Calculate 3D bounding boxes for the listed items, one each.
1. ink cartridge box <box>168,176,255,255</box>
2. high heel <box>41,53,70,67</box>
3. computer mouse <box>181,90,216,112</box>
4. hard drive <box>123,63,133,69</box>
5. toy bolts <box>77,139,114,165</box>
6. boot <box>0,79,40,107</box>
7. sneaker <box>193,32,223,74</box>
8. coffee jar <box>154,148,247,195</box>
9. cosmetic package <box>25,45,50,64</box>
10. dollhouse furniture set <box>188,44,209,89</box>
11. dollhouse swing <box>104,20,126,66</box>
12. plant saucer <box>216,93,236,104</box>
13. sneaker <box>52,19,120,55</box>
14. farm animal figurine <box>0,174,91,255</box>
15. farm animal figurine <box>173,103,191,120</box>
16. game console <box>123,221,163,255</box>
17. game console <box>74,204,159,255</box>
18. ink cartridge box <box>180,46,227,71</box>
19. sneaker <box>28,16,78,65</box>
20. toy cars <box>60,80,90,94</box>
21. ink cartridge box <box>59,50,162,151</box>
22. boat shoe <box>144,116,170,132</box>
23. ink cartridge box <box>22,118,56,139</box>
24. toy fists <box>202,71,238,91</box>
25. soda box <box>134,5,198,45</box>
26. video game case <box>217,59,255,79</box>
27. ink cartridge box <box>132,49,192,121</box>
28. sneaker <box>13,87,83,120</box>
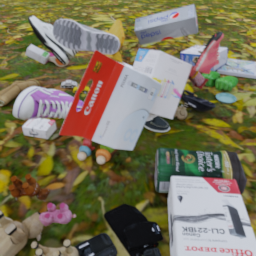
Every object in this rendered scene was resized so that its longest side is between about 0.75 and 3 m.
[{"bbox_3d":[2.046,2.569,7.239,1.885,1.094,2.612,2,35,3],"label":"ink cartridge box"},{"bbox_3d":[-4.475,-4.437,17.730,2.251,0.758,1.080,3,43,28],"label":"high heel"},{"bbox_3d":[3.127,-1.282,13.442,2.314,0.533,1.625,25,22,25],"label":"computer mouse"},{"bbox_3d":[-0.707,-3.569,16.850,1.503,0.289,2.278,-28,43,-34],"label":"hard drive"},{"bbox_3d":[-1.288,0.741,10.038,1.224,1.169,0.849,-5,37,26],"label":"toy bolts"},{"bbox_3d":[-5.569,-1.698,13.881,1.748,0.660,1.996,-2,31,21],"label":"boot"},{"bbox_3d":[2.586,-2.252,8.556,0.628,1.447,0.533,28,48,1],"label":"sneaker"},{"bbox_3d":[2.231,1.387,8.889,2.737,1.168,1.428,3,35,3],"label":"coffee jar"},{"bbox_3d":[-4.247,-3.449,13.147,0.946,0.401,0.509,26,41,-12],"label":"cosmetic package"},{"bbox_3d":[2.861,-2.354,10.714,1.488,0.801,0.605,-54,34,1],"label":"dollhouse furniture set"},{"bbox_3d":[-0.314,-3.402,11.773,1.440,1.393,1.585,24,45,-43],"label":"dollhouse swing"},{"bbox_3d":[4.827,-1.421,13.843,0.985,0.177,0.985,1,35,0],"label":"plant saucer"},{"bbox_3d":[-1.471,-3.138,10.021,2.530,0.945,1.037,20,16,5],"label":"sneaker"},{"bbox_3d":[-2.612,2.719,6.925,2.723,1.436,2.754,-28,50,-17],"label":"farm animal figurine"},{"bbox_3d":[1.757,-0.972,12.691,1.464,0.911,1.812,6,25,-27],"label":"farm animal figurine"},{"bbox_3d":[0.514,3.096,6.925,0.925,0.189,1.568,-9,51,-17],"label":"game console"},{"bbox_3d":[-0.574,2.983,7.349,2.598,0.313,1.533,-18,38,-27],"label":"game console"},{"bbox_3d":[4.419,-4.299,17.101,2.660,1.016,1.815,21,39,38],"label":"ink cartridge box"},{"bbox_3d":[-3.055,-4.073,12.141,1.450,0.951,2.519,-42,90,-12],"label":"sneaker"},{"bbox_3d":[-2.819,-2.227,14.809,1.833,0.406,0.822,24,41,31],"label":"toy cars"},{"bbox_3d":[-0.297,-0.537,7.296,0.639,2.163,2.702,29,9,29],"label":"ink cartridge box"},{"bbox_3d":[0.861,-0.439,12.015,2.080,0.627,0.786,22,40,28],"label":"boat shoe"},{"bbox_3d":[-3.646,0.000,11.528,1.097,0.465,0.799,10,36,12],"label":"ink cartridge box"},{"bbox_3d":[4.769,-2.487,14.974,1.027,0.693,2.015,-21,38,-39],"label":"toy fists"},{"bbox_3d":[1.502,-4.038,11.100,2.386,0.814,0.757,-6,58,19],"label":"soda box"},{"bbox_3d":[6.704,-3.646,16.984,2.389,0.263,2.177,12,36,17],"label":"video game case"},{"bbox_3d":[0.870,-1.335,9.355,1.362,2.174,1.398,13,11,-31],"label":"ink cartridge box"},{"bbox_3d":[-2.301,-0.668,8.950,1.534,0.975,2.690,23,20,13],"label":"sneaker"}]
